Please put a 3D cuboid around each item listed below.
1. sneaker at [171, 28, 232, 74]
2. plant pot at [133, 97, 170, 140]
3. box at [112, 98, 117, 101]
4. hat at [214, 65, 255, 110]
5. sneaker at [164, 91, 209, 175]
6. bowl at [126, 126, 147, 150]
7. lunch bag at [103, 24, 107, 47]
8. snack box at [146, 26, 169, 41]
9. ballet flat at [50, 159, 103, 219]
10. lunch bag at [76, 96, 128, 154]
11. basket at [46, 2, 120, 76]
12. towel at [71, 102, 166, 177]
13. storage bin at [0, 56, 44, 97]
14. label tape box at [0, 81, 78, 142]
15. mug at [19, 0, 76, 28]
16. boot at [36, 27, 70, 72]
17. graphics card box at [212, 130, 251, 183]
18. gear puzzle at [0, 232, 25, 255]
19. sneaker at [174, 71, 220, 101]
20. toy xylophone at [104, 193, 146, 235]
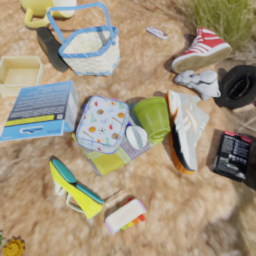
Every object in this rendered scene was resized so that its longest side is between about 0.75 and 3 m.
[{"bbox_3d":[2.527,-2.973,10.707,2.491,0.887,1.401,-20,60,-16],"label":"sneaker"},{"bbox_3d":[0.819,-0.228,8.691,1.086,1.086,1.046,-15,66,-9],"label":"plant pot"},{"bbox_3d":[-0.664,-0.690,9.681,0.751,0.147,0.514,-21,60,-12],"label":"box"},{"bbox_3d":[3.921,-1.269,9.576,0.753,1.867,1.867,29,52,-31],"label":"hat"},{"bbox_3d":[1.962,0.022,8.719,1.355,1.115,2.945,0,59,-6],"label":"sneaker"},{"bbox_3d":[0.323,0.253,8.531,0.353,0.785,0.785,-27,61,-31],"label":"bowl"},{"bbox_3d":[-0.894,-3.580,11.135,0.486,0.763,0.649,-18,57,9],"label":"lunch bag"},{"bbox_3d":[1.237,-3.991,11.798,0.949,0.115,0.341,36,64,21],"label":"snack box"},{"bbox_3d":[-1.624,1.743,7.882,2.087,0.697,0.700,36,91,19],"label":"ballet flat"},{"bbox_3d":[-0.801,-0.148,8.754,1.444,0.681,1.802,14,59,7],"label":"lunch bag"},{"bbox_3d":[-1.448,-3.052,9.696,2.173,2.465,1.714,7,57,22],"label":"basket"},{"bbox_3d":[-0.302,0.284,8.979,2.576,0.293,1.850,-27,61,-16],"label":"towel"},{"bbox_3d":[-3.900,-1.873,10.134,1.391,0.656,1.401,0,57,0],"label":"storage bin"},{"bbox_3d":[-2.599,-0.340,8.590,1.809,0.834,2.524,-8,44,4],"label":"label tape box"},{"bbox_3d":[-3.578,-5.418,11.622,1.928,1.881,2.349,2,36,21],"label":"mug"},{"bbox_3d":[-2.878,-2.905,10.843,0.746,0.765,2.027,-27,78,-25],"label":"boot"},{"bbox_3d":[3.179,0.853,8.546,0.906,0.367,1.444,19,58,6],"label":"graphics card box"},{"bbox_3d":[-3.793,3.221,7.103,2.302,0.301,1.192,-2,58,-1],"label":"gear puzzle"},{"bbox_3d":[2.450,-1.478,9.929,1.683,0.967,0.632,9,49,48],"label":"sneaker"},{"bbox_3d":[-0.112,2.314,7.673,1.190,0.299,0.871,-22,62,-13],"label":"toy xylophone"}]
